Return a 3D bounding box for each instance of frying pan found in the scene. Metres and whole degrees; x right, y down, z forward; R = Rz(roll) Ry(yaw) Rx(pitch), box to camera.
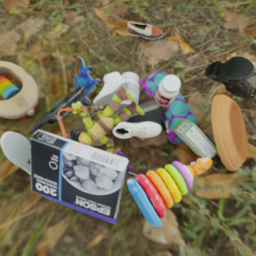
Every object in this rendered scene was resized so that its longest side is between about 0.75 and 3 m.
[{"bbox_3d":[-1.856,-0.529,7.972,1.693,2.800,0.456,-38,108,-1],"label":"frying pan"}]

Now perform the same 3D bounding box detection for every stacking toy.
[{"bbox_3d":[1.083,1.236,6.519,2.031,1.179,1.115,-30,92,-7],"label":"stacking toy"}]

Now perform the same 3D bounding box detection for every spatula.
[{"bbox_3d":[0.237,1.360,7.463,0.189,0.520,1.842,-43,107,-18],"label":"spatula"}]

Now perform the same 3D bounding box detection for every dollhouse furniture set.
[{"bbox_3d":[-1.195,-0.203,9.531,0.654,0.765,1.477,2,58,-24],"label":"dollhouse furniture set"}]

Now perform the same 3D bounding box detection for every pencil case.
[{"bbox_3d":[1.408,-0.746,9.749,1.167,1.075,2.526,-8,57,-28],"label":"pencil case"}]

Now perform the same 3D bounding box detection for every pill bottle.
[{"bbox_3d":[-0.013,-1.251,10.202,0.823,0.823,1.452,6,60,3],"label":"pill bottle"},{"bbox_3d":[1.080,-1.011,7.670,0.561,1.025,0.561,1,74,-3],"label":"pill bottle"}]

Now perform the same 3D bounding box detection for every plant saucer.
[{"bbox_3d":[3.101,0.105,8.377,0.434,2.320,2.320,-13,53,34],"label":"plant saucer"}]

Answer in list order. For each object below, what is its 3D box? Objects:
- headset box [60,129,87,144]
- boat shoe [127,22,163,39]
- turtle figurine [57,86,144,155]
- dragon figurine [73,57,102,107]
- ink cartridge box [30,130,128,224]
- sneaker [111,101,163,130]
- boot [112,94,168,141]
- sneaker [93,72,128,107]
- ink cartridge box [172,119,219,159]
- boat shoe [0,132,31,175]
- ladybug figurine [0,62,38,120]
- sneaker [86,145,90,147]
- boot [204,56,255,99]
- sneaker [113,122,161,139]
[{"bbox_3d":[-1.540,0.290,8.128,0.655,0.880,0.340,-8,79,-39],"label":"headset box"},{"bbox_3d":[0.744,-4.249,12.135,1.605,0.502,0.571,9,58,4],"label":"boat shoe"},{"bbox_3d":[-0.554,-0.060,7.379,1.939,2.404,0.774,-38,31,-1],"label":"turtle figurine"},{"bbox_3d":[-1.657,-1.709,10.178,1.030,0.610,2.072,-29,85,-19],"label":"dragon figurine"},{"bbox_3d":[-1.410,1.545,7.583,2.557,2.581,0.560,17,35,10],"label":"ink cartridge box"},{"bbox_3d":[0.217,-0.077,8.289,1.814,0.963,0.678,-19,20,-12],"label":"sneaker"},{"bbox_3d":[0.320,-0.570,9.497,1.719,0.622,1.430,37,103,11],"label":"boot"},{"bbox_3d":[-0.741,-1.367,9.813,1.387,0.511,0.802,-35,59,0],"label":"sneaker"},{"bbox_3d":[2.095,0.484,8.256,1.602,0.832,0.475,44,90,-16],"label":"ink cartridge box"},{"bbox_3d":[-3.146,0.837,8.254,0.646,2.029,0.717,15,56,33],"label":"boat shoe"},{"bbox_3d":[-4.307,-1.250,10.066,1.939,1.027,2.856,-40,67,-20],"label":"ladybug figurine"},{"bbox_3d":[-1.412,0.928,8.353,0.744,1.817,0.672,1,63,2],"label":"sneaker"},{"bbox_3d":[3.744,-1.520,9.205,1.878,2.158,0.747,28,90,-24],"label":"boot"},{"bbox_3d":[0.206,0.098,6.886,1.150,0.665,0.424,1,102,13],"label":"sneaker"}]
